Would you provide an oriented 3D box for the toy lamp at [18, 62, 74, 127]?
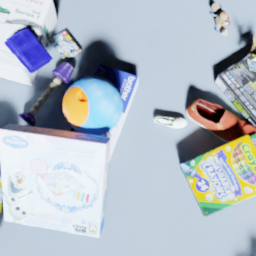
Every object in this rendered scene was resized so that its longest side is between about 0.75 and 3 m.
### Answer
[{"bbox_3d":[-2.607,-1.149,9.132,0.683,0.683,2.347,31,75,9],"label":"toy lamp"}]

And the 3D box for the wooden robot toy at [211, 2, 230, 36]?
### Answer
[{"bbox_3d":[3.372,-3.941,9.896,0.561,0.578,1.274,-9,77,-6],"label":"wooden robot toy"}]

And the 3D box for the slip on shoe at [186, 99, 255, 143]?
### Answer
[{"bbox_3d":[2.999,-0.173,8.793,2.431,0.744,0.900,28,73,8],"label":"slip on shoe"}]

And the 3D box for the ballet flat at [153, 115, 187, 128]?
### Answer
[{"bbox_3d":[1.337,-0.177,8.973,1.086,0.377,0.377,12,73,5],"label":"ballet flat"}]

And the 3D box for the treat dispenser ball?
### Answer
[{"bbox_3d":[-0.966,-0.601,7.773,1.658,1.658,1.658,0,73,0],"label":"treat dispenser ball"}]

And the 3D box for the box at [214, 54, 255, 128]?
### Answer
[{"bbox_3d":[4.266,-1.236,9.247,1.792,0.495,2.236,-33,76,-10],"label":"box"}]

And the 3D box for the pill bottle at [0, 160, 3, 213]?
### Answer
[{"bbox_3d":[-4.294,1.970,7.632,1.661,1.661,2.955,6,73,2],"label":"pill bottle"}]

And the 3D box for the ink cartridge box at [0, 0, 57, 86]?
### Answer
[{"bbox_3d":[-3.848,-3.115,9.389,2.065,1.192,2.827,15,74,-2],"label":"ink cartridge box"}]

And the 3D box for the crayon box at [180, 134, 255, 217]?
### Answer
[{"bbox_3d":[3.009,1.304,8.110,2.555,0.659,1.606,-25,72,3],"label":"crayon box"}]

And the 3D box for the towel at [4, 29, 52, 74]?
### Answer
[{"bbox_3d":[-3.003,-2.352,8.492,0.902,0.303,1.221,-42,97,-22],"label":"towel"}]

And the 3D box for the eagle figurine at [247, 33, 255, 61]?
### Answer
[{"bbox_3d":[4.334,-2.244,8.814,0.941,0.946,1.247,-48,50,14],"label":"eagle figurine"}]

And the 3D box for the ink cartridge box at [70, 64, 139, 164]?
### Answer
[{"bbox_3d":[-0.802,-0.426,8.908,1.409,0.663,2.997,19,74,5],"label":"ink cartridge box"}]

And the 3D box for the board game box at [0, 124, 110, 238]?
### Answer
[{"bbox_3d":[-1.967,1.422,7.522,2.791,0.605,2.778,8,110,6],"label":"board game box"}]

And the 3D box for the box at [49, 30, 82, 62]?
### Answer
[{"bbox_3d":[-2.215,-2.892,9.908,0.693,0.202,1.013,-35,76,-9],"label":"box"}]
